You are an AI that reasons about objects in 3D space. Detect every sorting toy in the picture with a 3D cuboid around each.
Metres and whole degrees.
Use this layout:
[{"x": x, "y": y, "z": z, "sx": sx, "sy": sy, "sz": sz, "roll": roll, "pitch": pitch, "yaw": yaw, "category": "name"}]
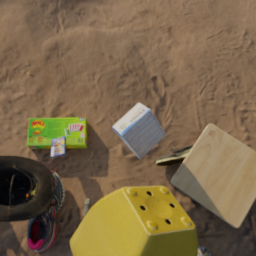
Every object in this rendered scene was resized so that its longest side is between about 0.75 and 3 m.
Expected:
[{"x": 3.503, "y": 1.803, "z": 10.778, "sx": 2.810, "sy": 0.984, "sz": 2.827, "roll": 34, "pitch": 75, "yaw": 10, "category": "sorting toy"}]

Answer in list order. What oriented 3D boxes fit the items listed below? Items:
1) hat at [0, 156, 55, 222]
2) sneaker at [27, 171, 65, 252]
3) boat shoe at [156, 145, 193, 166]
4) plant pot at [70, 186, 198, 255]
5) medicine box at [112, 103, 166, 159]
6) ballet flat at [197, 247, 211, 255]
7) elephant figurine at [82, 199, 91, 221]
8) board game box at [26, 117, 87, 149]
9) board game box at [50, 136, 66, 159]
[{"x": -4.083, "y": 2.248, "z": 9.720, "sx": 2.880, "sy": 1.162, "sz": 2.880, "roll": 17, "pitch": 41, "yaw": -15, "category": "hat"}, {"x": -3.039, "y": 3.004, "z": 10.335, "sx": 1.165, "sy": 1.079, "sz": 2.890, "roll": 0, "pitch": 71, "yaw": 0, "category": "sneaker"}, {"x": 1.897, "y": 1.104, "z": 11.260, "sx": 1.728, "sy": 0.633, "sz": 0.560, "roll": -12, "pitch": 63, "yaw": -10, "category": "boat shoe"}, {"x": 0.351, "y": 3.323, "z": 8.219, "sx": 2.839, "sy": 2.904, "sz": 2.821, "roll": 7, "pitch": 29, "yaw": -33, "category": "plant pot"}, {"x": 0.410, "y": 0.118, "z": 9.878, "sx": 1.320, "sy": 1.449, "sz": 0.746, "roll": -43, "pitch": 39, "yaw": -7, "category": "medicine box"}, {"x": 2.850, "y": 5.449, "z": 9.647, "sx": 0.938, "sy": 0.938, "sz": 2.608, "roll": -9, "pitch": 73, "yaw": -3, "category": "ballet flat"}, {"x": -1.368, "y": 3.562, "z": 10.276, "sx": 1.027, "sy": 1.126, "sz": 1.452, "roll": 25, "pitch": 40, "yaw": -27, "category": "elephant figurine"}, {"x": -2.877, "y": 0.229, "z": 11.521, "sx": 2.337, "sy": 0.556, "sz": 1.187, "roll": -1, "pitch": 73, "yaw": -1, "category": "board game box"}, {"x": -2.682, "y": 0.753, "z": 10.769, "sx": 0.568, "sy": 0.144, "sz": 0.839, "roll": -15, "pitch": 50, "yaw": 8, "category": "board game box"}]
